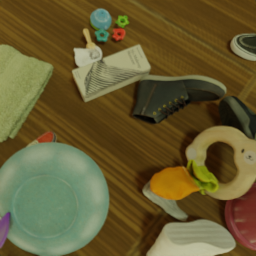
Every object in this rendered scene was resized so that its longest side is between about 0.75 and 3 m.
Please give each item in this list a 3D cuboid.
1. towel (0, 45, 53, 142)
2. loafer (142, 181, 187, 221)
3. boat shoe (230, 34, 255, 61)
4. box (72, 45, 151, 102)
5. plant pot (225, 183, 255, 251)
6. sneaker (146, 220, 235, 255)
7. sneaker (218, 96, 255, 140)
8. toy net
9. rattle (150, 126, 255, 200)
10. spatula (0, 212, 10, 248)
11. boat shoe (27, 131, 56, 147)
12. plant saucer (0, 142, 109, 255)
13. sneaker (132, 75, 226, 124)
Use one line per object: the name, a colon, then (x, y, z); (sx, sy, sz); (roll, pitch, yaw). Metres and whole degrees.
towel: (-3.577, -1.074, 8.100); (2.015, 0.495, 2.716); (24, 71, 8)
loafer: (0.960, 1.794, 6.910); (1.302, 0.455, 0.454); (37, 87, -2)
boat shoe: (4.473, -2.561, 8.511); (2.522, 0.803, 0.892); (8, 69, 3)
box: (-0.479, -1.568, 8.110); (2.098, 0.717, 0.862); (-25, 83, -9)
plant pot: (3.186, 1.999, 6.384); (1.589, 1.422, 1.589); (-1, 71, 2)
sneaker: (1.405, 2.794, 6.510); (2.083, 1.204, 0.768); (13, 31, -26)
sneaker: (3.649, 0.127, 7.365); (1.582, 1.056, 2.761); (-32, 75, -14)
toy net: (-0.885, -2.692, 8.786); (1.246, 0.459, 2.375); (23, 71, -8)
rattle: (2.078, 0.579, 6.051); (1.990, 2.786, 1.814); (19, 61, -31)
spatula: (-3.175, 1.734, 6.464); (0.812, 0.295, 2.874); (-48, 46, 6)
boat shoe: (-2.490, 0.646, 7.413); (0.546, 0.480, 1.535); (33, 67, 15)
plant saucer: (-1.818, 1.722, 6.404); (2.759, 0.531, 2.759); (0, 93, -4)
sneaker: (1.338, -0.666, 7.601); (2.416, 0.903, 1.283); (6, 69, 26)
